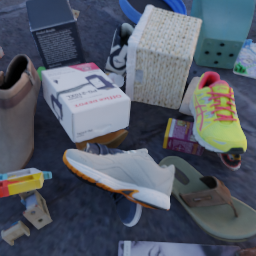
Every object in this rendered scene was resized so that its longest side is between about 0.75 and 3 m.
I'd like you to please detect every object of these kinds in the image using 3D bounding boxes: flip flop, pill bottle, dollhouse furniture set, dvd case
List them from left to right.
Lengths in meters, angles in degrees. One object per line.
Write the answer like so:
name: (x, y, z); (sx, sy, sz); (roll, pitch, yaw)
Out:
dollhouse furniture set: (-2.405, 1.964, 6.340); (0.990, 0.694, 0.698); (-30, 41, -11)
pill bottle: (-0.582, -1.466, 8.911); (0.920, 0.511, 0.511); (5, 43, 47)
dvd case: (1.087, 3.263, 5.507); (2.664, 0.213, 1.981); (2, 43, 1)
flip flop: (1.756, 1.472, 6.513); (1.134, 0.805, 2.795); (-30, 48, -21)

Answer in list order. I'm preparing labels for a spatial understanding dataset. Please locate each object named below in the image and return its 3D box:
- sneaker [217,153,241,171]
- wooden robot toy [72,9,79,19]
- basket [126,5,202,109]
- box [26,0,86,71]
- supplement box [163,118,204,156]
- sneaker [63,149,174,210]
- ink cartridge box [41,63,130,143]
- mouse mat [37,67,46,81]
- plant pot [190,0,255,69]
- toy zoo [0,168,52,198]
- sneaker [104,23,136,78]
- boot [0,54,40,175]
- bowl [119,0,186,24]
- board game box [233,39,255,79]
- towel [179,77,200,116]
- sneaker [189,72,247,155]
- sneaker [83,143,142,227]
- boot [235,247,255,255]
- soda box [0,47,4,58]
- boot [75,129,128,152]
sneaker: (2.593, 0.571, 7.633); (0.537, 0.567, 1.379); (-23, 52, 10)
wooden robot toy: (-2.874, -4.302, 11.330); (1.903, 0.838, 0.863); (-8, 63, -6)
basket: (1.042, -2.117, 8.666); (1.802, 2.221, 2.241); (15, 53, 9)
box: (-2.160, -2.631, 8.864); (1.265, 2.362, 1.753); (-16, 51, -8)
supplement box: (1.588, 0.248, 7.837); (1.094, 0.565, 0.716); (13, 52, 11)
sneaker: (-0.133, 0.839, 5.940); (2.444, 0.925, 1.124); (25, 70, -12)
ink cartridge box: (-1.156, -0.773, 7.415); (1.579, 0.920, 2.182); (-17, 44, -27)
mouse mat: (-2.840, -1.878, 9.854); (0.898, 0.034, 0.723); (8, 52, 8)
plant pot: (3.281, -3.656, 10.108); (2.027, 2.028, 2.869); (8, 61, 6)
toy zoo: (-2.847, 1.295, 6.432); (2.149, 0.220, 1.410); (-10, 7, -23)
sneaker: (0.080, -3.032, 9.558); (1.020, 1.662, 2.555); (32, 54, -5)
boot: (-2.978, -0.341, 7.191); (1.031, 2.147, 2.936); (7, 57, -6)
bowl: (0.991, -5.000, 11.454); (2.865, 0.562, 2.865); (11, 55, -16)
board game box: (4.994, -2.462, 10.164); (2.003, 0.259, 2.004); (17, 54, 13)
towel: (2.385, -0.958, 8.930); (1.107, 0.288, 1.670); (20, 56, 12)
sneaker: (2.252, -0.497, 7.190); (1.141, 1.318, 2.919); (1, 36, -7)
sneaker: (-0.526, 1.232, 6.513); (1.495, 0.787, 2.069); (24, 34, -34)
boot: (2.753, 2.829, 5.796); (0.868, 0.279, 0.809); (1, 29, -27)
soda box: (-4.991, -2.540, 10.180); (0.355, 0.330, 1.039); (13, 52, 10)
boot: (-0.836, 0.155, 7.869); (1.432, 0.528, 1.108); (-31, 65, -17)
